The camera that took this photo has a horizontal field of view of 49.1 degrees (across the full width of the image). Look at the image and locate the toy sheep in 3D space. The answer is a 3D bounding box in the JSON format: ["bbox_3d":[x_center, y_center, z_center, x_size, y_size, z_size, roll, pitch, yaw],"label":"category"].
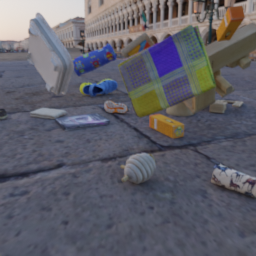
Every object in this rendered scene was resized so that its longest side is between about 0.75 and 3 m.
[{"bbox_3d":[0.260,1.051,7.220,0.806,0.806,1.168,17,45,43],"label":"toy sheep"}]

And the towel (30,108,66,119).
[{"bbox_3d":[-3.828,-0.677,13.358,1.470,0.253,0.974,8,21,21],"label":"towel"}]

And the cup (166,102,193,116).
[{"bbox_3d":[2.613,-1.231,13.849,1.388,0.993,1.388,0,18,0],"label":"cup"}]

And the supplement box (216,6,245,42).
[{"bbox_3d":[3.017,-3.066,8.352,0.420,0.434,1.262,-7,-14,-1],"label":"supplement box"}]

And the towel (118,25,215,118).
[{"bbox_3d":[1.000,-1.528,8.061,2.672,1.919,0.304,-19,-5,33],"label":"towel"}]

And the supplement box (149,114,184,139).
[{"bbox_3d":[1.482,-0.088,11.036,0.546,0.565,1.641,-10,19,-26],"label":"supplement box"}]

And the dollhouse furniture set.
[{"bbox_3d":[3.169,-2.842,11.388,2.793,2.937,2.393,-29,56,-6],"label":"dollhouse furniture set"}]

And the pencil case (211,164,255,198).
[{"bbox_3d":[2.658,1.267,6.785,1.222,0.547,0.475,16,-13,42],"label":"pencil case"}]

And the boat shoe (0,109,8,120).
[{"bbox_3d":[-6.306,-0.664,12.769,1.540,0.564,0.573,-3,18,-8],"label":"boat shoe"}]

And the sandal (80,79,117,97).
[{"bbox_3d":[-1.782,-2.503,18.073,2.483,0.987,1.081,-17,27,-22],"label":"sandal"}]

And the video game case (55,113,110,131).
[{"bbox_3d":[-2.017,-0.290,12.248,2.020,0.192,1.443,-8,20,-27],"label":"video game case"}]

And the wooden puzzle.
[{"bbox_3d":[0.623,-3.885,14.271,1.557,0.313,1.683,-35,-27,15],"label":"wooden puzzle"}]

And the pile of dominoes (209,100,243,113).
[{"bbox_3d":[4.885,-1.197,15.123,2.284,0.467,2.931,8,11,25],"label":"pile of dominoes"}]

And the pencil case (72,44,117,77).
[{"bbox_3d":[-1.529,-3.091,12.636,2.057,0.803,0.893,-23,47,3],"label":"pencil case"}]

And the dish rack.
[{"bbox_3d":[-2.359,-1.969,8.060,0.470,1.854,2.161,-32,-4,-27],"label":"dish rack"}]

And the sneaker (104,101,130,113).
[{"bbox_3d":[-0.569,-0.991,13.970,1.468,0.574,0.567,16,10,32],"label":"sneaker"}]
